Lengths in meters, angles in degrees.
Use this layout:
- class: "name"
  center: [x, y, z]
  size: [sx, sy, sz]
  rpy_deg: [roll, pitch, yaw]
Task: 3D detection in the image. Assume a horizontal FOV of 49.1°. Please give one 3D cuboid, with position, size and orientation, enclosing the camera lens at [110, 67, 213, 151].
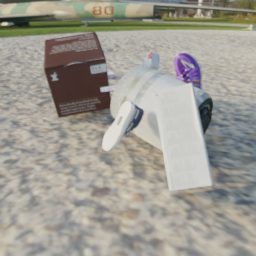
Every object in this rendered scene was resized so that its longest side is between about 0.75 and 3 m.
- class: "camera lens"
  center: [1.154, -0.558, 9.340]
  size: [2.879, 2.303, 2.303]
  rpy_deg: [31, 37, 26]

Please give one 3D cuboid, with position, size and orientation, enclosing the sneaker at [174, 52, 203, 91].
- class: "sneaker"
  center: [2.228, -1.595, 10.236]
  size: [0.984, 2.440, 1.018]
  rpy_deg: [-16, 1, 34]

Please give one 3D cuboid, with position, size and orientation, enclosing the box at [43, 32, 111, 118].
- class: "box"
  center: [-2.220, -2.400, 12.311]
  size: [2.429, 2.405, 2.928]
  rpy_deg: [-10, 40, -7]

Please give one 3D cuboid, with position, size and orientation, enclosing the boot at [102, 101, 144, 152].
- class: "boot"
  center: [-0.097, 0.042, 8.037]
  size: [0.701, 1.553, 0.565]
  rpy_deg: [23, 10, -47]

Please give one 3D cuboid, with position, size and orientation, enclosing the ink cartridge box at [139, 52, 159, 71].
- class: "ink cartridge box"
  center: [0.931, -2.744, 12.694]
  size: [0.463, 1.111, 0.807]
  rpy_deg: [16, 58, -23]

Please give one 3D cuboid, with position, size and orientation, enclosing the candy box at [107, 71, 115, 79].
- class: "candy box"
  center: [-1.331, -3.439, 18.261]
  size: [0.708, 0.302, 0.844]
  rpy_deg: [-14, 28, -27]

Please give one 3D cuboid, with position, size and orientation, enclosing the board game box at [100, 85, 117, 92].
- class: "board game box"
  center: [-0.449, -1.409, 9.935]
  size: [0.785, 0.162, 0.787]
  rpy_deg: [-6, 7, 25]

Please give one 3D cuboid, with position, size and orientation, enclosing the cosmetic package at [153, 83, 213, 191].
- class: "cosmetic package"
  center: [1.441, 0.260, 7.428]
  size: [1.090, 2.640, 0.668]
  rpy_deg: [-11, -11, 17]
